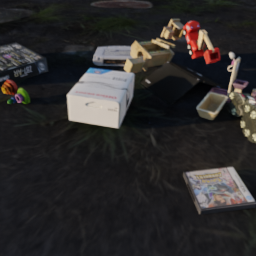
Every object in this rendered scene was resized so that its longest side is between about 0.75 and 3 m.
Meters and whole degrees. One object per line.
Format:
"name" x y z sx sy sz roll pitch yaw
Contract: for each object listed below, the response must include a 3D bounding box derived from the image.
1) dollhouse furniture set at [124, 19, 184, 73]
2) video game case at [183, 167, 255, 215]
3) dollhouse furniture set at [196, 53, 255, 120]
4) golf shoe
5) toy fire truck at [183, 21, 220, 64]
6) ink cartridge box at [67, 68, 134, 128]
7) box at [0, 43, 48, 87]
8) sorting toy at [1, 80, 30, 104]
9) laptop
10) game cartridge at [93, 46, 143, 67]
"dollhouse furniture set" 0.829 -3.491 11.281 2.246 1.987 1.249 -19 58 -35
"video game case" 2.051 1.400 6.419 1.281 0.163 1.158 -5 36 -7
"dollhouse furniture set" 3.345 -1.283 8.922 1.831 1.640 2.311 20 40 26
"golf shoe" 3.818 -0.394 8.278 1.050 0.920 2.383 2 35 -4
"toy fire truck" 2.626 -3.120 10.178 0.442 1.811 1.277 -16 -1 -12
"ink cartridge box" -0.800 -1.037 9.070 1.626 0.938 2.242 9 33 7
"box" -5.109 -2.785 11.935 2.749 0.598 2.202 30 45 35
"sorting toy" -3.904 -1.124 9.555 1.134 0.681 0.465 38 48 16
"laptop" 2.070 -1.653 10.771 2.270 1.173 2.012 7 27 -38
"game cartridge" -0.318 -3.298 12.834 2.355 0.489 1.568 3 31 4
